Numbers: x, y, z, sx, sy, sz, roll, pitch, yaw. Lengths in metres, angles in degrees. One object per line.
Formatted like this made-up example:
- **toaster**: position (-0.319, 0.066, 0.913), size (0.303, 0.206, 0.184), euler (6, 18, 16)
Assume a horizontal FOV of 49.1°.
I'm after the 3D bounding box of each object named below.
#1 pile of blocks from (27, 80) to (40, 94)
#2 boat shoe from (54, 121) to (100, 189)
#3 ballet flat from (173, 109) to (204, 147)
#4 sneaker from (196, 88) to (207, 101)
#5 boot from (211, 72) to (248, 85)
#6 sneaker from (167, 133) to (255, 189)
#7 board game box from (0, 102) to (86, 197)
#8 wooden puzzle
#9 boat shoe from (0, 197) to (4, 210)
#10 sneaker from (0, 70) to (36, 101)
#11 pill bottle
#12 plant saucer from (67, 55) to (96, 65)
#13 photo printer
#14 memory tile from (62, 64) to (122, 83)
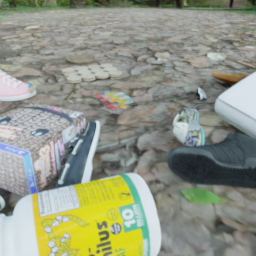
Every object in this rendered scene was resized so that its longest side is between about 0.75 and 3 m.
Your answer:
- **pile of blocks**: position (-3.739, -1.579, 10.845), size (0.369, 0.279, 0.899), euler (35, 23, -16)
- **boat shoe**: position (-1.145, 0.626, 6.539), size (0.721, 0.904, 2.390), euler (13, 36, -7)
- **ballet flat**: position (1.659, 0.044, 8.030), size (0.814, 0.814, 2.262), euler (4, 25, 7)
- **sneaker**: position (2.927, -1.324, 11.203), size (0.342, 0.319, 0.862), euler (9, 34, -4)
- **boot**: position (4.621, -2.021, 11.355), size (2.491, 0.906, 2.646), euler (-7, 26, -43)
- **sneaker**: position (2.435, 0.700, 6.880), size (2.918, 0.876, 1.522), euler (9, 30, 6)
- **board game box**: position (-2.441, 0.403, 7.051), size (1.868, 1.135, 2.343), euler (12, 30, 22)
- **wooden puzzle**: position (-0.549, -1.120, 10.952), size (1.113, 0.132, 1.877), euler (-17, 33, -28)
- **boat shoe**: position (-3.283, 1.512, 5.660), size (1.450, 0.518, 0.433), euler (8, 24, 7)
- **sneaker**: position (-5.043, -1.860, 11.047), size (2.643, 1.382, 0.995), euler (3, 26, 4)
- **pill bottle**: position (-0.923, 1.659, 4.407), size (2.570, 1.449, 1.449), euler (-9, 30, -17)
- **plant saucer**: position (-2.650, -3.883, 15.978), size (1.649, 0.243, 1.649), euler (0, 29, 0)
- **photo printer**: position (4.398, -0.530, 8.284), size (2.327, 0.971, 2.797), euler (-31, 44, -14)
- **memory tile**: position (-1.823, -2.715, 13.830), size (2.691, 0.226, 2.063), euler (-12, 30, -20)
